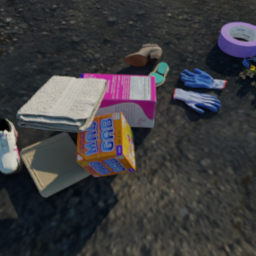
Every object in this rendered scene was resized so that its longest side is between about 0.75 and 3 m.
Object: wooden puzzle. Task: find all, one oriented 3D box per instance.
[{"bbox_3d":[-2.426,1.192,9.419,1.773,0.357,1.916,-25,60,-25],"label":"wooden puzzle"}]

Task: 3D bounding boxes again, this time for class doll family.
[{"bbox_3d":[5.757,-2.279,12.183,0.956,0.649,1.653,-28,61,-26],"label":"doll family"}]

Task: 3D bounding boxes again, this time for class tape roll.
[{"bbox_3d":[5.555,-4.351,13.808,2.072,0.680,2.072,0,51,1],"label":"tape roll"}]

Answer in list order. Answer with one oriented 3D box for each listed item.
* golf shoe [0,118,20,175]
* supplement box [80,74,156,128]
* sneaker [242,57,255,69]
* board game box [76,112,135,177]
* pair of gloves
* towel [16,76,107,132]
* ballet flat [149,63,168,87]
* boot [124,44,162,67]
[{"bbox_3d":[-4.223,0.606,9.561,0.762,0.966,2.098,-15,53,-12],"label":"golf shoe"},{"bbox_3d":[-0.414,-1.010,10.558,2.839,1.437,1.467,3,50,2],"label":"supplement box"},{"bbox_3d":[6.253,-2.903,12.531,2.052,0.800,0.720,22,55,17],"label":"sneaker"},{"bbox_3d":[-0.669,0.577,8.896,1.440,1.441,1.440,-10,60,12],"label":"board game box"},{"bbox_3d":[3.015,-1.602,11.808,2.024,0.287,2.517,17,52,14],"label":"pair of gloves"},{"bbox_3d":[-1.805,-0.841,8.247,1.924,0.500,2.903,5,33,4],"label":"towel"},{"bbox_3d":[1.219,-2.074,11.694,0.668,0.668,1.922,20,42,16],"label":"ballet flat"},{"bbox_3d":[0.715,-3.501,13.231,1.749,0.614,1.279,1,44,0],"label":"boot"}]
